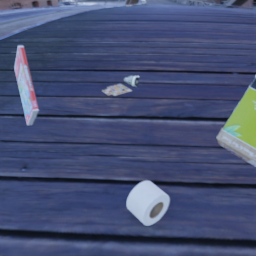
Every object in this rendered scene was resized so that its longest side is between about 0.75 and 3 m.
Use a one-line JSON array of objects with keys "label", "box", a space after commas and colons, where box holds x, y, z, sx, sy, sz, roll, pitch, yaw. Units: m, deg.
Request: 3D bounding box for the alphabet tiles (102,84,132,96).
[{"label": "alphabet tiles", "box": [-0.706, -2.148, 15.923, 1.436, 0.054, 1.200, -19, 37, -29]}]

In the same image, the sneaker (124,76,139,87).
[{"label": "sneaker", "box": [0.107, -1.668, 9.737, 0.479, 0.416, 1.081, 15, 7, 4]}]

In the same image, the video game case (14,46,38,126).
[{"label": "video game case", "box": [-2.794, -1.098, 7.616, 0.158, 1.807, 1.292, -11, -11, -29]}]

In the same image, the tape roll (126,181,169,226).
[{"label": "tape roll", "box": [0.568, 2.134, 7.971, 1.043, 1.043, 0.716, -22, 37, -32]}]

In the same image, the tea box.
[{"label": "tea box", "box": [3.296, -0.171, 6.750, 1.429, 2.104, 2.138, 34, 6, 19]}]
